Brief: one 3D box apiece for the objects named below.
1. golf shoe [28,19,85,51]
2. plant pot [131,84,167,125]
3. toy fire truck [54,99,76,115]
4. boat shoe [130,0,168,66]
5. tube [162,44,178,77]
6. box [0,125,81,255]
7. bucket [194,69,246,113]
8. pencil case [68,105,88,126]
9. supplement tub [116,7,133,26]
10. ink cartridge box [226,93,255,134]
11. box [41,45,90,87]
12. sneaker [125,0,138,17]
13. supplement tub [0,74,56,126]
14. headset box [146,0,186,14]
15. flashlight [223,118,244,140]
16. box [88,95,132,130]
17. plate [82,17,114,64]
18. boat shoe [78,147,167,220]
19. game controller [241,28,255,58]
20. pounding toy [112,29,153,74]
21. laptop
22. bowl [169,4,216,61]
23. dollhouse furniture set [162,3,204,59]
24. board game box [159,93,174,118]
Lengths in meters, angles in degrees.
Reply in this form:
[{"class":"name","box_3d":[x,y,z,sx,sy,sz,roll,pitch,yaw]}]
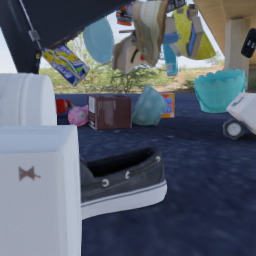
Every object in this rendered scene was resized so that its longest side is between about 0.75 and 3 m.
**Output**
[{"class":"golf shoe","box_3d":[-2.110,-2.526,7.168,2.219,1.022,0.806,-4,40,31]},{"class":"plant pot","box_3d":[0.726,-0.631,9.264,0.914,1.364,1.364,28,11,3]},{"class":"toy fire truck","box_3d":[-2.671,-0.819,11.654,1.599,1.029,1.407,-11,9,-2]},{"class":"boat shoe","box_3d":[0.392,-1.904,5.742,0.653,0.726,2.012,12,-9,6]},{"class":"tube","box_3d":[1.876,-3.243,12.471,0.711,1.837,0.463,-6,-2,12]},{"class":"box","box_3d":[-0.823,0.545,1.638,1.050,1.045,0.900,-1,9,-7]},{"class":"bucket","box_3d":[4.586,-1.845,13.932,2.461,1.601,2.461,-13,19,5]},{"class":"pencil case","box_3d":[-1.527,-0.466,9.720,0.670,0.670,1.534,2,10,11]},{"class":"supplement tub","box_3d":[-0.044,-4.312,10.049,0.726,1.185,0.726,8,26,-4]},{"class":"ink cartridge box","box_3d":[3.189,-0.315,7.077,1.108,0.637,1.893,41,12,1]},{"class":"box","box_3d":[-2.614,-2.730,10.977,0.725,2.256,0.791,-50,7,-33]},{"class":"sneaker","box_3d":[0.035,-3.428,7.557,0.384,1.025,0.511,-28,0,36]},{"class":"supplement tub","box_3d":[-2.236,-0.018,3.908,2.267,1.496,1.496,-2,9,-8]},{"class":"headset box","box_3d":[0.970,-3.490,7.506,1.016,0.755,0.381,-28,36,-5]},{"class":"flashlight","box_3d":[2.760,-0.031,7.429,0.520,0.518,1.531,-40,-6,16]},{"class":"box","box_3d":[-0.596,-0.517,8.841,1.173,0.963,0.973,-3,12,-21]},{"class":"plate","box_3d":[-1.176,-3.710,11.474,0.271,2.124,2.124,-27,23,-34]},{"class":"boat shoe","box_3d":[-0.509,0.532,2.882,2.094,0.694,0.732,-4,9,-22]},{"class":"game controller","box_3d":[4.113,-2.830,9.391,0.197,0.936,0.488,-15,44,-28]},{"class":"pounding toy","box_3d":[0.146,-2.482,9.058,1.162,1.158,2.025,24,53,35]},{"class":"laptop","box_3d":[-1.599,-2.575,5.933,1.734,2.802,2.992,-16,-19,-30]},{"class":"bowl","box_3d":[2.244,-3.503,10.927,1.299,2.413,2.413,-32,-1,18]},{"class":"dollhouse furniture set","box_3d":[1.265,-2.774,8.182,1.511,1.426,0.986,-1,-33,-1]},{"class":"board game box","box_3d":[1.393,-0.973,11.879,0.992,0.992,0.993,-1,9,0]}]
